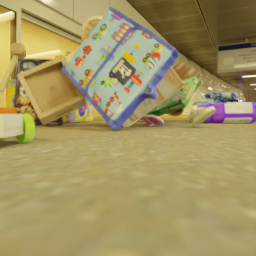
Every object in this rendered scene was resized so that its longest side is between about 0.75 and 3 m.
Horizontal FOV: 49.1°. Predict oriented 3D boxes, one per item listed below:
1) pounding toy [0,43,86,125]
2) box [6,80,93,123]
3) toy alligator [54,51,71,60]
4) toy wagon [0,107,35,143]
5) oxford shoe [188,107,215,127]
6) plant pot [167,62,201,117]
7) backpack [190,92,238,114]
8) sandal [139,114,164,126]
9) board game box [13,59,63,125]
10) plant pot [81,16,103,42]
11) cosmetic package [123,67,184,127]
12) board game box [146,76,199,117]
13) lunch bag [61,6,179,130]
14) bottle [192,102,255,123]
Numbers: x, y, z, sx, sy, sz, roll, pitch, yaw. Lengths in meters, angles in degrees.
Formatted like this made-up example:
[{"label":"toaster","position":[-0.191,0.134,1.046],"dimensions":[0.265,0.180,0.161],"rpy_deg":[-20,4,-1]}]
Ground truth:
[{"label":"pounding toy","position":[-2.541,-1.245,7.800],"dimensions":[1.907,2.170,0.993],"rpy_deg":[-27,-4,-14]},{"label":"box","position":[-3.076,-1.082,11.589],"dimensions":[2.595,1.644,2.695],"rpy_deg":[1,3,12]},{"label":"toy alligator","position":[-2.458,-2.234,9.971],"dimensions":[0.572,0.524,1.930],"rpy_deg":[-34,12,40]},{"label":"toy wagon","position":[-2.407,-0.029,3.542],"dimensions":[1.803,0.460,2.324],"rpy_deg":[-3,4,-44]},{"label":"oxford shoe","position":[1.858,-0.350,7.248],"dimensions":[0.493,0.379,1.311],"rpy_deg":[-22,-9,-5]},{"label":"plant pot","position":[1.989,-1.677,11.538],"dimensions":[1.721,1.738,1.738],"rpy_deg":[-47,26,-22]},{"label":"backpack","position":[3.406,-0.826,11.379],"dimensions":[1.789,1.203,1.633],"rpy_deg":[-1,4,10]},{"label":"sandal","position":[0.578,-0.196,8.114],"dimensions":[1.053,0.259,0.428],"rpy_deg":[16,-22,42]},{"label":"board game box","position":[-2.696,-1.112,8.557],"dimensions":[1.408,2.078,0.359],"rpy_deg":[-1,-17,-6]},{"label":"plant pot","position":[-0.921,-2.901,8.528],"dimensions":[1.110,1.110,1.016],"rpy_deg":[0,14,-4]},{"label":"cosmetic package","position":[0.451,-0.953,7.529],"dimensions":[1.900,0.982,0.829],"rpy_deg":[-38,-4,12]},{"label":"board game box","position":[1.242,-0.876,8.568],"dimensions":[1.714,0.250,1.153],"rpy_deg":[-18,32,51]},{"label":"lunch bag","position":[-0.110,-1.291,6.484],"dimensions":[1.268,2.029,2.695],"rpy_deg":[33,11,-44]},{"label":"bottle","position":[3.440,-0.541,10.040],"dimensions":[2.237,0.730,0.934],"rpy_deg":[0,-7,7]}]
